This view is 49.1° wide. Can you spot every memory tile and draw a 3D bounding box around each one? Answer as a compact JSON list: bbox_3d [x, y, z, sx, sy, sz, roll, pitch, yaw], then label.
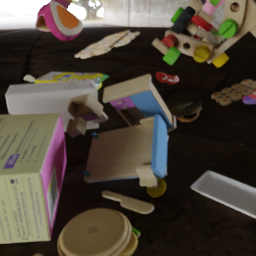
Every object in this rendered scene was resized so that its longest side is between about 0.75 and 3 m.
[{"bbox_3d":[4.216,-1.415,10.910,1.722,0.145,1.320,-24,22,4],"label":"memory tile"}]

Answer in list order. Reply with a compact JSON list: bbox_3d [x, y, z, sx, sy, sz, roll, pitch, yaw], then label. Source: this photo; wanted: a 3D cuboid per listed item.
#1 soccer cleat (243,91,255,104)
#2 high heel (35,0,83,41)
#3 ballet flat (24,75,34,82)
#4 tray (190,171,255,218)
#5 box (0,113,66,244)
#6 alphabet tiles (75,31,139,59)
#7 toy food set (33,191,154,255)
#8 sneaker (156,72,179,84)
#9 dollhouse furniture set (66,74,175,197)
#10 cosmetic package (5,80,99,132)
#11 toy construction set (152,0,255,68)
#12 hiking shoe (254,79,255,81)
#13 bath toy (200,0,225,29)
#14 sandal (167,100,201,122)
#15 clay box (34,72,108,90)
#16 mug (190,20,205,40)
[{"bbox_3d":[5.279,-1.163,10.735,1.806,0.602,0.690,-11,44,-17],"label":"soccer cleat"},{"bbox_3d":[-2.024,-2.643,7.347,0.979,1.395,2.908,27,28,-38],"label":"high heel"},{"bbox_3d":[-4.930,-2.480,13.969,0.870,0.278,0.329,20,32,38],"label":"ballet flat"},{"bbox_3d":[2.118,1.355,5.557,1.576,0.175,0.846,20,32,36],"label":"tray"},{"bbox_3d":[-2.760,0.815,5.292,2.831,1.369,2.491,-2,24,-6],"label":"box"},{"bbox_3d":[-0.726,-2.845,9.466,2.062,0.154,2.109,-6,30,30],"label":"alphabet tiles"},{"bbox_3d":[-0.495,1.790,4.486,1.277,0.371,1.850,9,30,36],"label":"toy food set"},{"bbox_3d":[1.972,-2.451,13.853,1.152,0.451,0.665,33,30,31],"label":"sneaker"},{"bbox_3d":[-0.135,0.556,6.845,2.634,1.821,2.790,-13,50,25],"label":"dollhouse furniture set"},{"bbox_3d":[-2.238,-0.637,8.554,2.538,1.366,1.077,-5,25,-13],"label":"cosmetic package"},{"bbox_3d":[2.291,-2.233,6.425,2.259,2.452,2.940,38,23,-2],"label":"toy construction set"},{"bbox_3d":[6.511,-2.134,13.085,0.551,0.473,1.271,-12,16,-7],"label":"hiking shoe"},{"bbox_3d":[2.626,-3.956,8.802,0.881,1.036,2.383,-25,56,27],"label":"bath toy"},{"bbox_3d":[1.915,-0.547,9.336,0.992,0.663,2.428,9,11,16],"label":"sandal"},{"bbox_3d":[-2.388,-1.933,12.252,2.820,0.671,1.620,5,25,12],"label":"clay box"},{"bbox_3d":[2.606,-3.493,10.498,1.360,1.533,1.023,-16,14,-11],"label":"mug"}]
